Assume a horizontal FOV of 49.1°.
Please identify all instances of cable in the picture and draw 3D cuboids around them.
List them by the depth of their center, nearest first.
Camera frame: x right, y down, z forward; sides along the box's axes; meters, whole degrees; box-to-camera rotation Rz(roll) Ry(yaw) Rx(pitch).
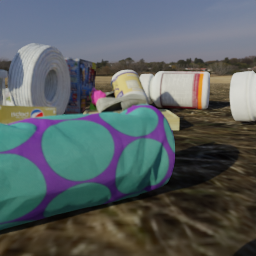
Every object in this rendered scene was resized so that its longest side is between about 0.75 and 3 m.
[{"bbox_3d":[-2.346,-1.157,7.665,0.759,2.192,2.192,8,24,12],"label":"cable"}]

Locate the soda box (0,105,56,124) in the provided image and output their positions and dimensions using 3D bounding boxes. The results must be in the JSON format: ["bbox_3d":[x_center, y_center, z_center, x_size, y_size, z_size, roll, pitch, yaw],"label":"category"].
[{"bbox_3d":[-1.798,-0.228,4.941,0.989,0.316,0.335,0,5,-29],"label":"soda box"}]

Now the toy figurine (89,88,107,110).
[{"bbox_3d":[-0.921,-0.923,8.658,0.755,1.005,0.925,-27,-17,-8],"label":"toy figurine"}]

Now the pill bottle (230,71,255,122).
[{"bbox_3d":[4.199,-0.869,7.062,2.844,1.612,1.612,-1,9,35],"label":"pill bottle"}]

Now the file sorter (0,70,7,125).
[{"bbox_3d":[-4.125,-0.735,7.227,1.708,1.533,2.461,-6,13,-29],"label":"file sorter"}]

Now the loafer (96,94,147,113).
[{"bbox_3d":[-0.146,-0.593,7.466,1.380,0.483,0.482,-10,46,-7],"label":"loafer"}]

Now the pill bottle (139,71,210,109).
[{"bbox_3d":[1.890,-1.565,11.503,2.741,1.502,1.502,4,12,19],"label":"pill bottle"}]

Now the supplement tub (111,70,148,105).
[{"bbox_3d":[0.054,-1.096,9.068,0.977,1.343,0.977,-14,-31,-8],"label":"supplement tub"}]

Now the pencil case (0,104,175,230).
[{"bbox_3d":[-0.831,0.320,2.902,2.581,1.098,1.193,-5,42,-27],"label":"pencil case"}]

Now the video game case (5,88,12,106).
[{"bbox_3d":[-4.415,-1.482,12.160,2.129,0.268,2.339,11,32,22],"label":"video game case"}]

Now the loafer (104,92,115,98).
[{"bbox_3d":[-0.670,-1.485,13.632,1.776,0.621,0.620,-16,23,-30],"label":"loafer"}]

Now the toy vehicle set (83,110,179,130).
[{"bbox_3d":[0.006,-0.238,7.790,2.517,0.334,1.564,-1,11,-3],"label":"toy vehicle set"}]

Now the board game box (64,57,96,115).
[{"bbox_3d":[-1.665,-1.361,9.540,0.575,1.862,1.863,8,9,9],"label":"board game box"}]
